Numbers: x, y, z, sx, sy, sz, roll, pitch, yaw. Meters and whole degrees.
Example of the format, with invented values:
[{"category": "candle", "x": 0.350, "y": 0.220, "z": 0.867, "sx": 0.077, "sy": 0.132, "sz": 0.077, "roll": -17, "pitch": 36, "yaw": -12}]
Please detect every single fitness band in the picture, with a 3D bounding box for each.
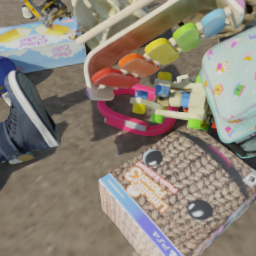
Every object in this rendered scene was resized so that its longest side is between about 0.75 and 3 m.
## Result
[{"category": "fitness band", "x": 0.228, "y": -0.545, "z": 7.453, "sx": 2.149, "sy": 0.402, "sz": 1.543, "roll": 20, "pitch": 48, "yaw": 16}]

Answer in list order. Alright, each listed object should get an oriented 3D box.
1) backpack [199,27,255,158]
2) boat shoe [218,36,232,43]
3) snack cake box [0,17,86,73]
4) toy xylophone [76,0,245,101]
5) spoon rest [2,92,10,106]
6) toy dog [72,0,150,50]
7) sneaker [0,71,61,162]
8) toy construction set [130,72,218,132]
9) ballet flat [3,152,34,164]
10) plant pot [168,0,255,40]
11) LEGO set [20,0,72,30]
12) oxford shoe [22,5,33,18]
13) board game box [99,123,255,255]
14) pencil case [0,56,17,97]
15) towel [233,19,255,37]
[{"category": "backpack", "x": 2.170, "y": -0.676, "z": 4.223, "sx": 1.934, "sy": 1.482, "sz": 1.700, "roll": -22, "pitch": 54, "yaw": 23}, {"category": "boat shoe", "x": 3.386, "y": -3.417, "z": 9.929, "sx": 0.565, "sy": 0.488, "sz": 1.556, "roll": 0, "pitch": 48, "yaw": 0}, {"category": "snack cake box", "x": -2.775, "y": -2.641, "z": 8.969, "sx": 2.602, "sy": 0.874, "sz": 1.496, "roll": -13, "pitch": 48, "yaw": -11}, {"category": "toy xylophone", "x": 0.361, "y": -1.305, "z": 4.343, "sx": 0.689, "sy": 2.742, "sz": 2.008, "roll": 64, "pitch": 26, "yaw": 3}, {"category": "spoon rest", "x": -3.015, "y": -0.555, "z": 7.555, "sx": 0.474, "sy": 0.289, "sz": 0.954, "roll": -37, "pitch": 71, "yaw": -27}, {"category": "toy dog", "x": -0.377, "y": -3.762, "z": 9.473, "sx": 2.553, "sy": 1.837, "sz": 2.633, "roll": 38, "pitch": 45, "yaw": 22}, {"category": "sneaker", "x": -1.671, "y": -0.062, "z": 3.882, "sx": 1.099, "sy": 1.521, "sz": 0.578, "roll": -15, "pitch": 54, "yaw": -5}, {"category": "toy construction set", "x": 1.413, "y": -0.562, "z": 6.497, "sx": 1.907, "sy": 1.340, "sz": 2.908, "roll": 9, "pitch": 12, "yaw": 21}, {"category": "ballet flat", "x": -2.718, "y": 0.642, "z": 6.435, "sx": 1.183, "sy": 0.406, "sz": 0.373, "roll": 13, "pitch": 77, "yaw": 15}, {"category": "plant pot", "x": 1.916, "y": -3.575, "z": 6.276, "sx": 2.804, "sy": 2.804, "sz": 2.567, "roll": 5, "pitch": 78, "yaw": 4}, {"category": "LEGO set", "x": -1.637, "y": -3.613, "z": 7.014, "sx": 2.458, "sy": 1.424, "sz": 1.890, "roll": -51, "pitch": 21, "yaw": -24}, {"category": "oxford shoe", "x": -4.063, "y": -4.666, "z": 11.216, "sx": 0.335, "sy": 0.258, "sz": 0.892, "roll": -18, "pitch": 53, "yaw": -19}, {"category": "board game box", "x": 0.953, "y": 1.268, "z": 5.272, "sx": 2.349, "sy": 1.138, "sz": 1.873, "roll": -31, "pitch": 55, "yaw": -26}, {"category": "pencil case", "x": -4.727, "y": -1.692, "z": 7.913, "sx": 2.989, "sy": 1.166, "sz": 1.298, "roll": 15, "pitch": 57, "yaw": 13}, {"category": "towel", "x": 4.894, "y": -3.211, "z": 9.896, "sx": 2.413, "sy": 0.417, "sz": 2.324, "roll": 0, "pitch": 51, "yaw": -2}]
